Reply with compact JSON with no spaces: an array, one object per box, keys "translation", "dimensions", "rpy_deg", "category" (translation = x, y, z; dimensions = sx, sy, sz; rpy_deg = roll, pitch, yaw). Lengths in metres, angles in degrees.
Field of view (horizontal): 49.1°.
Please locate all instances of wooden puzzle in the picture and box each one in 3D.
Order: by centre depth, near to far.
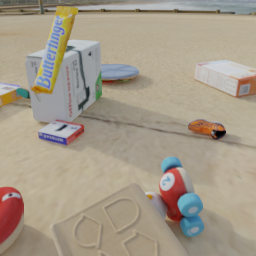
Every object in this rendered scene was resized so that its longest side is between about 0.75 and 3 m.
[{"translation":[-0.171,1.731,4.188],"dimensions":[1.605,0.371,1.486],"rpy_deg":[-22,47,-19],"category":"wooden puzzle"}]

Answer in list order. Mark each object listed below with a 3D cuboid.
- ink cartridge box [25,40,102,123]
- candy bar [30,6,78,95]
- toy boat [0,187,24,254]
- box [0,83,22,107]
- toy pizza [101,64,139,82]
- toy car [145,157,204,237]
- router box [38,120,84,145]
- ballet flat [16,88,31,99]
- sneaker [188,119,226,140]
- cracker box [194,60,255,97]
[{"translation":[-1.960,-1.623,9.340],"dimensions":[1.195,2.108,2.876],"rpy_deg":[9,29,15],"category":"ink cartridge box"},{"translation":[-1.212,-1.285,4.633],"dimensions":[0.416,1.669,0.185],"rpy_deg":[9,-15,14],"category":"candy bar"},{"translation":[-2.667,1.340,4.369],"dimensions":[1.933,1.263,1.261],"rpy_deg":[-10,28,-18],"category":"toy boat"},{"translation":[-5.018,-1.116,10.175],"dimensions":[1.362,0.475,2.289],"rpy_deg":[12,27,23],"category":"box"},{"translation":[-0.745,-2.516,12.996],"dimensions":[2.511,0.398,2.511],"rpy_deg":[0,25,0],"category":"toy pizza"},{"translation":[0.530,1.289,4.883],"dimensions":[1.207,1.068,1.113],"rpy_deg":[-15,36,-4],"category":"toy car"},{"translation":[-1.885,0.106,7.963],"dimensions":[0.968,0.236,0.869],"rpy_deg":[11,29,21],"category":"router box"},{"translation":[-3.655,-1.237,10.422],"dimensions":[1.015,0.345,0.341],"rpy_deg":[24,18,2],"category":"ballet flat"},{"translation":[2.251,0.038,7.918],"dimensions":[1.050,0.407,0.588],"rpy_deg":[1,26,1],"category":"sneaker"},{"translation":[4.344,-2.172,11.893],"dimensions":[1.775,0.764,2.650],"rpy_deg":[-12,30,-22],"category":"cracker box"}]
